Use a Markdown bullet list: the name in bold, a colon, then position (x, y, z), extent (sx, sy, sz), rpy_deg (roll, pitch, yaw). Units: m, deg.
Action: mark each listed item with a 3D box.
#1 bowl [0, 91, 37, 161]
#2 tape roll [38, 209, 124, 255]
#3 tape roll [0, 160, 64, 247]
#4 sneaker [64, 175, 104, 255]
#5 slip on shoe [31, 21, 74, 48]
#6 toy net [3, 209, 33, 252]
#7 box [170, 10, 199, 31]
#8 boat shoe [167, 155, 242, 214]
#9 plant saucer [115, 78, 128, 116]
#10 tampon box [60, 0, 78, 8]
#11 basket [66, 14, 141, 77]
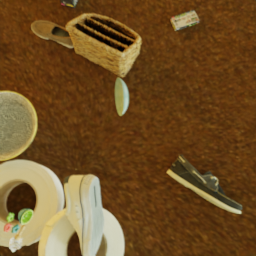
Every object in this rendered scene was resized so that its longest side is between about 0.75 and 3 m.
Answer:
- **bowl**: position (-4.146, 0.040, 9.712), extent (2.367, 1.111, 2.367), rpy_deg (-1, 76, 2)
- **tape roll**: position (-1.384, 3.571, 8.416), extent (2.470, 0.864, 2.470), rpy_deg (8, 73, -27)
- **tape roll**: position (-3.520, 2.438, 9.201), extent (2.699, 0.944, 2.699), rpy_deg (0, 75, -1)
- **sneaker**: position (-1.252, 2.417, 7.744), extent (0.924, 0.953, 2.610), rpy_deg (7, 109, 19)
- **slip on shoe**: position (-2.927, -3.769, 10.959), extent (1.964, 0.595, 0.747), rpy_deg (28, 77, 7)
- **toy net**: position (-2.853, 2.704, 7.178), extent (0.254, 0.690, 1.314), rpy_deg (20, 105, 24)
- **box**: position (2.286, -4.350, 11.322), extent (1.033, 0.179, 0.568), rpy_deg (-20, 77, -5)
- **boat shoe**: position (2.643, 1.904, 9.319), extent (2.691, 0.966, 0.910), rpy_deg (33, 82, 10)
- **plant saucer**: position (-0.172, -0.928, 8.345), extent (0.220, 1.141, 1.141), rpy_deg (-5, 75, -14)
- **tampon box**: position (-2.359, -5.434, 11.427), extent (0.607, 0.511, 0.809), rpy_deg (19, 77, 5)
- **basket**: position (-0.751, -3.318, 10.239), extent (2.392, 1.782, 1.707), rpy_deg (29, 78, 8)
